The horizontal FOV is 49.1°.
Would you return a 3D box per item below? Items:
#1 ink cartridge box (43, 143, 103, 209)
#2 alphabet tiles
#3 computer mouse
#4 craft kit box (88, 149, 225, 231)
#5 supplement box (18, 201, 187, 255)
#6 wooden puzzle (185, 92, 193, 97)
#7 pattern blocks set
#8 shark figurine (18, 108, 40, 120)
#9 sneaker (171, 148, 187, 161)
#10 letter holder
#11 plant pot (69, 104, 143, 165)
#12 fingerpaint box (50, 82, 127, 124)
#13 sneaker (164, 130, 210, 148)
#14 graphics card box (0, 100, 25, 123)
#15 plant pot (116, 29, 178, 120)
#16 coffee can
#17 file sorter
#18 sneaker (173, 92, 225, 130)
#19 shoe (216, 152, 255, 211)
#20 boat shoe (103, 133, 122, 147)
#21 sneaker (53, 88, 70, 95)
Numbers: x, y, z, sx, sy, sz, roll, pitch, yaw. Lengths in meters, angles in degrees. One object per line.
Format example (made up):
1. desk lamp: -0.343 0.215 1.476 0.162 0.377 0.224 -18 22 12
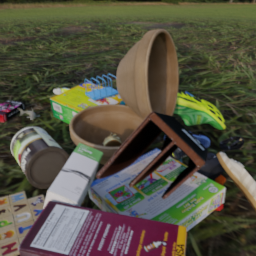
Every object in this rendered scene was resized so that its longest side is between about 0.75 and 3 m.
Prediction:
1. ink cartridge box: -1.284 1.359 6.529 0.698 1.209 1.655 24 37 1
2. alphabet tiles: -3.235 2.411 6.810 2.631 0.083 2.189 -13 29 -25
3. computer mouse: 2.904 0.823 8.830 0.793 0.461 2.706 25 42 36
4. craft kit box: 0.702 1.738 7.440 2.620 0.636 2.587 -24 31 -30
5. supplement box: -0.398 2.517 5.213 2.767 1.527 1.185 6 31 12
6. wooden puzzle: 1.892 -1.786 14.461 2.558 0.299 1.726 -8 30 -15
7. pattern blocks set: 1.915 1.581 8.329 1.877 0.173 2.135 4 30 15
8. shark figurine: -4.335 -0.701 12.345 1.042 0.435 0.623 23 34 32
9. sneaker: 1.670 0.781 8.935 0.513 0.468 1.268 -10 9 23
10. letter holder: 0.666 0.815 6.456 1.346 1.903 2.677 46 12 12
11. plant pot: -0.551 0.358 9.403 2.729 1.260 2.729 2 33 -1
12. fingerpaint box: -1.592 -0.898 11.958 2.647 0.971 2.208 23 41 34
13. sneaker: 2.182 0.306 10.295 1.676 0.588 0.653 10 38 20
14. graphics card box: -5.438 -0.759 12.485 0.927 0.376 1.478 9 29 17
15. plant pot: 0.561 -1.557 9.001 1.376 2.980 2.980 5 28 26
16. coffee can: -2.648 0.836 8.379 1.268 1.268 1.732 -18 29 -30
17. file sorter: -1.095 -1.710 11.545 1.179 0.723 0.818 -19 34 -28
18. sneaker: 2.737 -0.557 11.197 2.549 1.065 0.944 24 39 -12
19. shoe: 2.987 1.317 7.303 0.485 0.636 1.818 -36 56 9
20. boat shoe: -0.457 0.536 8.752 0.578 1.577 0.494 -24 68 1
21. sneaker: -3.488 -1.927 14.757 0.892 0.338 0.468 -1 16 -16
